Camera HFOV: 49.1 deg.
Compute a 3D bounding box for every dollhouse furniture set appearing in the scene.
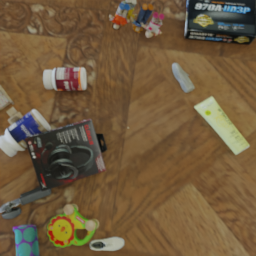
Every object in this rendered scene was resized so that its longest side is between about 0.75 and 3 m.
[{"bbox_3d":[-4.265,-0.806,8.573,1.122,0.958,2.164,-38,79,-9],"label":"dollhouse furniture set"}]

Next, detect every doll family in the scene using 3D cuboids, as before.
[{"bbox_3d":[0.260,-3.587,9.155,1.824,1.132,0.822,9,64,-17],"label":"doll family"}]

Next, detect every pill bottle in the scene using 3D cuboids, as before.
[{"bbox_3d":[-3.113,0.170,8.371,1.421,0.822,0.822,-39,78,-7],"label":"pill bottle"},{"bbox_3d":[-1.993,-1.541,8.892,1.256,0.717,0.717,-1,75,0],"label":"pill bottle"}]

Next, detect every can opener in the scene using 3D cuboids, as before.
[{"bbox_3d":[-2.937,2.160,8.136,1.543,0.411,0.516,-21,107,-6],"label":"can opener"}]

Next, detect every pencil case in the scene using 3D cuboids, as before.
[{"bbox_3d":[-2.767,3.413,7.597,0.694,0.639,1.502,-16,73,22],"label":"pencil case"}]

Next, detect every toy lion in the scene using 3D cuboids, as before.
[{"bbox_3d":[-1.615,2.843,7.859,1.230,0.422,1.179,30,86,15],"label":"toy lion"}]

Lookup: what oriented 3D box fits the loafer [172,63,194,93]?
[{"bbox_3d":[1.787,-1.653,9.103,0.368,0.369,1.056,-28,89,-18],"label":"loafer"}]

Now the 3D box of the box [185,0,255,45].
[{"bbox_3d":[3.153,-3.875,9.609,2.309,0.531,1.835,6,75,2],"label":"box"}]

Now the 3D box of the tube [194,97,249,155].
[{"bbox_3d":[2.896,-0.079,8.639,0.506,0.565,1.947,-46,67,32],"label":"tube"}]

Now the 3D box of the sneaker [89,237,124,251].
[{"bbox_3d":[-0.595,3.268,7.790,0.980,0.347,0.358,-7,75,-2],"label":"sneaker"}]

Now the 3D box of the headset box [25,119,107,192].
[{"bbox_3d":[-1.636,0.693,7.942,2.052,0.793,1.527,-16,97,-10],"label":"headset box"}]
